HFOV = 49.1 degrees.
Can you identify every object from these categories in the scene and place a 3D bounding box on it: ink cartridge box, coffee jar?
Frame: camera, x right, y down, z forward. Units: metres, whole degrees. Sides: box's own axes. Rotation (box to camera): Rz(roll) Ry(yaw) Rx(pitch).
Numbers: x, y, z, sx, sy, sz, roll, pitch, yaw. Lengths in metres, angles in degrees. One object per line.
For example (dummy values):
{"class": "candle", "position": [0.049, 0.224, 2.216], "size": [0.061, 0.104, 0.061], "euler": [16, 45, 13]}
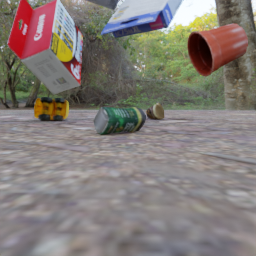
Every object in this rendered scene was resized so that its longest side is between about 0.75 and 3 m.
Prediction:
{"class": "ink cartridge box", "position": [-2.747, -3.095, 9.917], "size": [1.180, 2.815, 2.471], "euler": [-16, -36, 17]}
{"class": "coffee jar", "position": [-0.165, -0.177, 6.632], "size": [1.193, 0.622, 0.509], "euler": [-4, 50, -39]}
{"class": "ink cartridge box", "position": [0.548, -3.122, 7.136], "size": [1.586, 0.558, 2.659], "euler": [2, 48, 35]}

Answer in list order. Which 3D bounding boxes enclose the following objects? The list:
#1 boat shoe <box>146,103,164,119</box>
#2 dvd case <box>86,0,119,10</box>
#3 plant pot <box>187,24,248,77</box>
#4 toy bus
{"class": "boat shoe", "position": [1.321, -0.738, 14.157], "size": [0.793, 0.795, 2.203], "euler": [-30, 8, 15]}
{"class": "dvd case", "position": [-1.197, -3.899, 6.375], "size": [2.629, 0.325, 1.975], "euler": [10, -27, -21]}
{"class": "plant pot", "position": [3.235, -2.896, 10.040], "size": [1.586, 1.631, 1.631], "euler": [-23, 9, -10]}
{"class": "toy bus", "position": [-3.288, -0.730, 12.682], "size": [1.462, 0.992, 1.403], "euler": [3, -11, 8]}
